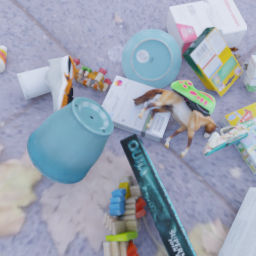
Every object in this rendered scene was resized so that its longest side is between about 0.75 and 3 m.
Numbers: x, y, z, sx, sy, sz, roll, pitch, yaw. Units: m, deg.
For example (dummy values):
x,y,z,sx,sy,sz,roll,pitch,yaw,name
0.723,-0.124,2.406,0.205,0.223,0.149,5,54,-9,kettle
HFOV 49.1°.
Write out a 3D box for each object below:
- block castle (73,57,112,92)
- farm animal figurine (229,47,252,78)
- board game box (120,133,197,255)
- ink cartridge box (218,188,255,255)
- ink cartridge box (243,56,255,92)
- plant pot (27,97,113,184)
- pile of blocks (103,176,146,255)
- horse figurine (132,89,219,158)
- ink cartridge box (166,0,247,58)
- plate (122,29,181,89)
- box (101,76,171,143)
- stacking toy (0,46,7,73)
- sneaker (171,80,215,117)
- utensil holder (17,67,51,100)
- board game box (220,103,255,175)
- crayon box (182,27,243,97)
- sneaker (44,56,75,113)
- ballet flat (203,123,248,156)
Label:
x,y,z,sx,sy,sz,roll,pitch,yaw,name
-1.046,-1.515,7.892,1.118,0.747,0.525,23,73,21,block castle
3.241,-1.962,8.288,0.876,0.441,0.708,38,112,11,farm animal figurine
0.747,1.696,5.655,0.407,1.954,2.889,-26,65,3,board game box
2.961,2.331,4.967,0.724,2.887,2.341,37,74,-16,ink cartridge box
3.541,-1.511,7.775,0.361,0.825,0.599,3,39,5,ink cartridge box
-1.175,0.189,6.344,1.513,1.611,1.611,-44,66,28,plant pot
-0.003,1.905,6.051,0.663,0.876,2.134,-14,48,25,pile of blocks
1.191,-0.303,7.275,2.222,0.554,1.472,42,74,3,horse figurine
2.357,-3.100,8.647,1.988,0.823,1.456,-12,66,-6,ink cartridge box
0.660,-1.918,7.927,1.706,0.218,1.706,1,102,3,plate
0.264,-0.553,7.720,1.820,0.375,1.419,19,66,7,box
-3.896,-2.158,8.440,0.685,0.685,0.937,8,47,3,stacking toy
1.548,-0.737,7.018,0.550,0.601,1.434,-21,45,-20,sneaker
-2.534,-1.256,7.812,0.874,0.743,0.743,-20,66,-18,utensil holder
3.968,-0.010,7.439,2.446,0.419,1.644,-22,67,-10,board game box
2.360,-1.792,7.751,1.036,0.425,1.647,-48,118,-5,crayon box
-1.856,-1.094,7.359,0.745,0.613,1.619,0,74,13,sneaker
2.312,0.262,6.848,1.368,0.517,0.437,-21,66,-20,ballet flat
